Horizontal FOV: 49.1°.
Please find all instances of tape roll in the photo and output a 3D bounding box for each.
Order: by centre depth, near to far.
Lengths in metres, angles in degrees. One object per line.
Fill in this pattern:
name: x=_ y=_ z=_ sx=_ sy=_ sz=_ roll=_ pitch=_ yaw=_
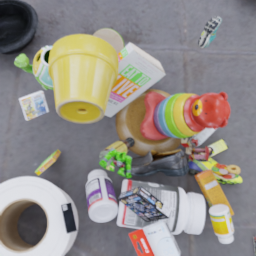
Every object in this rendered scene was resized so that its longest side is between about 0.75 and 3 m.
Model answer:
tape roll: x=-3.084 y=3.083 z=8.913 sx=2.842 sy=1.951 sz=2.842 roll=1 pitch=71 yaw=-4

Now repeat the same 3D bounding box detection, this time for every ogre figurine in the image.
ogre figurine: x=-0.267 y=0.973 z=7.853 sx=1.014 sy=0.497 sz=0.608 roll=23 pitch=74 yaw=-5

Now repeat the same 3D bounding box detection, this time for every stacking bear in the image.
stacking bear: x=1.907 y=-0.432 z=8.952 sx=1.590 sy=2.796 sz=1.698 roll=16 pitch=77 yaw=-33

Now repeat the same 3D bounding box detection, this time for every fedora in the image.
fedora: x=-4.899 y=-3.891 z=11.472 sx=2.784 sy=1.272 sz=2.784 roll=0 pitch=73 yaw=2

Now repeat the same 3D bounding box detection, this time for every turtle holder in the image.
turtle holder: x=-2.629 y=-2.180 z=9.538 sx=1.938 sy=1.376 sz=1.472 roll=31 pitch=74 yaw=-1

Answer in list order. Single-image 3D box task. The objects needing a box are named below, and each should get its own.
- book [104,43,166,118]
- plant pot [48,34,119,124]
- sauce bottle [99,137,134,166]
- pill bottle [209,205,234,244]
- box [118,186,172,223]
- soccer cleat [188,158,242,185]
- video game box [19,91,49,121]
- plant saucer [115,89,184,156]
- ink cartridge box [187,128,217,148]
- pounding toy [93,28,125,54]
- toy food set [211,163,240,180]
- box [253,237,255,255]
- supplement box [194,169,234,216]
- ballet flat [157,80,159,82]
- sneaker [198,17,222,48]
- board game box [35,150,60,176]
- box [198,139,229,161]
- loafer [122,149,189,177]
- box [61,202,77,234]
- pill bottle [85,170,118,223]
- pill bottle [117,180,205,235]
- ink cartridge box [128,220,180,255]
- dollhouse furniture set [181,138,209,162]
book: x=-0.334 y=-1.511 z=9.472 sx=2.689 sy=1.797 sz=0.646 roll=-37 pitch=57 yaw=26
plant pot: x=-1.202 y=-1.156 z=7.458 sx=1.898 sy=1.898 sz=1.785 roll=-1 pitch=64 yaw=0
sauce bottle: x=-0.305 y=0.756 z=9.642 sx=0.581 sy=1.797 sz=0.581 roll=8 pitch=108 yaw=27
pill bottle: x=2.938 y=3.007 z=8.733 sx=0.604 sy=0.604 sz=1.070 roll=-17 pitch=97 yaw=-5
box: x=0.444 y=2.186 z=7.936 sx=1.167 sy=1.176 sz=0.292 roll=41 pitch=54 yaw=-9
soccer cleat: x=3.156 y=1.519 z=10.170 sx=2.033 sy=0.657 sz=0.850 roll=15 pitch=68 yaw=4
video game box: x=-3.207 y=-0.764 z=9.581 sx=0.200 sy=0.778 sz=0.854 roll=15 pitch=35 yaw=43
plant saucer: x=0.909 y=-0.289 z=10.792 sx=2.831 sy=0.501 sz=2.831 roll=0 pitch=73 yaw=0
ink cartridge box: x=2.784 y=0.117 z=9.987 sx=1.404 sy=1.618 sz=0.352 roll=-44 pitch=81 yaw=-4
pounding toy: x=-0.576 y=-2.684 z=9.945 sx=1.272 sy=0.764 sz=1.647 roll=-17 pitch=105 yaw=22
toy food set: x=3.025 y=1.354 z=8.734 sx=0.860 sy=0.851 sz=0.209 roll=17 pitch=117 yaw=25
box: x=4.808 y=4.081 z=9.626 sx=0.916 sy=0.183 sz=0.627 roll=1 pitch=73 yaw=0
supplement box: x=2.880 y=2.245 z=9.443 sx=0.563 sy=0.544 sz=1.636 roll=-27 pitch=79 yaw=-4
ballet flat: x=0.237 y=-1.892 z=10.820 sx=2.002 sy=0.671 sz=0.669 roll=-13 pitch=36 yaw=17
sneaker: x=2.794 y=-3.233 z=9.499 sx=0.453 sy=1.137 sz=0.441 roll=-7 pitch=52 yaw=-35
board game box: x=-2.744 y=1.156 z=9.706 sx=0.734 sy=1.536 sz=0.230 roll=-41 pitch=101 yaw=-1
box: x=3.207 y=0.828 z=10.572 sx=1.079 sy=0.270 sz=0.406 roll=-26 pitch=75 yaw=-8
loafer: x=0.858 y=1.125 z=9.764 sx=2.439 sy=0.888 sz=0.882 roll=-5 pitch=115 yaw=18
box: x=-1.672 y=2.522 z=7.871 sx=0.310 sy=0.555 sz=0.786 roll=-11 pitch=77 yaw=-19
pill bottle: x=-0.931 y=2.211 z=9.392 sx=0.939 sy=0.939 sz=1.685 roll=-14 pitch=35 yaw=-4
pill bottle: x=1.051 y=2.667 z=9.334 sx=2.694 sy=1.534 sz=1.534 roll=8 pitch=73 yaw=0
ink cartridge box: x=0.642 y=3.002 z=7.222 sx=1.136 sy=0.269 sz=0.910 roll=-27 pitch=83 yaw=16
dollhouse furniture set: x=2.232 y=0.748 z=9.334 sx=0.604 sy=1.123 sz=0.457 roll=-5 pitch=63 yaw=34
